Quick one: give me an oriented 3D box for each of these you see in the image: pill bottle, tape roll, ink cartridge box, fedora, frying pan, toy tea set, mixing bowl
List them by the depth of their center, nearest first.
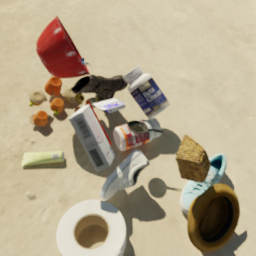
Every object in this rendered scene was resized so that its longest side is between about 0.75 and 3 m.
[{"bbox_3d":[-1.065,3.238,8.402,2.054,0.719,2.054,0,47,0],"label":"tape roll"},{"bbox_3d":[2.463,2.671,8.606,2.093,2.093,0.853,-26,13,-22],"label":"fedora"},{"bbox_3d":[-0.629,-0.706,9.077,0.830,0.180,0.822,-16,26,-24],"label":"ink cartridge box"},{"bbox_3d":[-0.998,0.090,9.437,0.672,1.914,2.355,-22,14,19],"label":"ink cartridge box"},{"bbox_3d":[0.543,-0.012,9.715,1.203,0.196,0.728,2,35,-17],"label":"frying pan"},{"bbox_3d":[-2.612,-2.806,10.625,1.315,2.428,2.428,-29,51,0],"label":"mixing bowl"},{"bbox_3d":[0.372,0.214,11.024,1.744,0.955,0.955,-18,50,-21],"label":"pill bottle"},{"bbox_3d":[0.674,-1.441,11.114,1.092,1.092,1.966,-41,98,-31],"label":"pill bottle"},{"bbox_3d":[-1.758,-0.642,11.502,0.946,1.591,0.589,10,-6,-36],"label":"toy tea set"},{"bbox_3d":[-3.542,-1.144,12.530,1.611,1.003,2.710,43,52,-2],"label":"toy tea set"}]

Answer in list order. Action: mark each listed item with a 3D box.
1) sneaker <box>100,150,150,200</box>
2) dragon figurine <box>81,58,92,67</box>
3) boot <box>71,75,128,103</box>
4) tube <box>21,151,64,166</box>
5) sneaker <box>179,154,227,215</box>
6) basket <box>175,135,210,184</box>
[{"bbox_3d":[-0.127,1.689,9.172,0.732,0.755,2.068,44,102,27],"label":"sneaker"},{"bbox_3d":[-1.767,-2.526,11.007,1.104,0.325,0.549,-10,45,46],"label":"dragon figurine"},{"bbox_3d":[-1.386,-1.621,11.497,2.114,2.429,0.841,-9,75,-40],"label":"boot"},{"bbox_3d":[-3.229,1.130,10.616,1.554,0.403,0.451,-5,8,0],"label":"tube"},{"bbox_3d":[2.570,1.772,9.534,0.941,1.044,2.547,26,53,24],"label":"sneaker"},{"bbox_3d":[1.948,0.895,8.032,0.869,1.218,0.907,9,53,27],"label":"basket"}]
